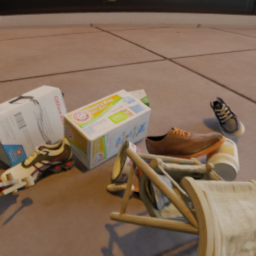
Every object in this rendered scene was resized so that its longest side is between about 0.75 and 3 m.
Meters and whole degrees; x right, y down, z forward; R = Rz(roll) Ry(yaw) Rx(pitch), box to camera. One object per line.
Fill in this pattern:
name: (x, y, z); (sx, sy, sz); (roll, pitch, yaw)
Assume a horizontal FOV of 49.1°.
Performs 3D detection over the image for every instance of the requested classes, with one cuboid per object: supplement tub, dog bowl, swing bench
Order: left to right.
dog bowl: (-0.051, 1.044, 8.479); (0.469, 1.273, 1.273); (22, 28, -11)
swing bench: (1.390, 1.558, 5.738); (2.419, 1.578, 2.432); (11, 3, -41)
supplement tub: (2.936, 1.029, 8.777); (0.971, 0.971, 1.342); (8, 31, 13)

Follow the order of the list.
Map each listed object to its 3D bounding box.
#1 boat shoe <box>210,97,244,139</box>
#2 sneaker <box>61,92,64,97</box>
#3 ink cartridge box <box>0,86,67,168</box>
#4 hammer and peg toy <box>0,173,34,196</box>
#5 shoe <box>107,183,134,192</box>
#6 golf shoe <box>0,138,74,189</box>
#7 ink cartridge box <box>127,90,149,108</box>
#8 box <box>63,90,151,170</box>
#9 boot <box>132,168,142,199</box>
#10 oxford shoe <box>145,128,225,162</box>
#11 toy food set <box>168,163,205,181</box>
boat shoe: (3.792, -0.434, 11.055); (0.802, 0.996, 2.148); (-36, 22, 15)
sneaker: (-3.681, -1.515, 13.643); (0.585, 0.506, 1.336); (20, 35, 21)
ink cartridge box: (-3.403, -0.135, 9.650); (1.056, 1.830, 2.522); (17, 39, 40)
hammer and peg toy: (-3.433, 1.540, 7.276); (1.675, 0.590, 1.232); (-21, -6, 6)
shoe: (-0.231, 1.693, 8.120); (0.943, 0.252, 0.330); (-6, 10, 34)
golf shoe: (-2.868, 1.051, 8.720); (2.355, 1.037, 0.909); (-22, 37, -31)
ink cartridge box: (0.094, -1.044, 12.265); (1.471, 0.618, 1.065); (-10, 42, -6)
box: (-0.733, -0.026, 9.796); (2.712, 1.374, 1.525); (-29, 54, -35)
boot: (0.425, 1.591, 8.348); (1.364, 0.480, 0.977); (22, 43, 40)
oxford shoe: (1.705, 0.439, 8.876); (2.589, 0.944, 0.923); (-15, 14, 27)
toy food set: (1.521, 1.312, 8.392); (1.566, 0.314, 1.081); (2, 18, -36)
